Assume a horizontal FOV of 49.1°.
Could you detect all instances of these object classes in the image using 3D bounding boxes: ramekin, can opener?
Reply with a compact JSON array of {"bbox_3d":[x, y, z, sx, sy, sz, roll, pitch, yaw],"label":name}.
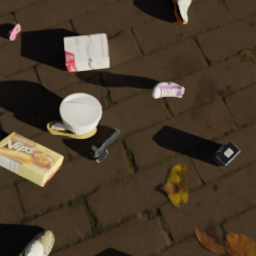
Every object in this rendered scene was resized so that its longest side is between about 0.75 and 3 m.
[{"bbox_3d":[-1.872,-0.513,11.033,1.618,0.753,1.618,5,57,-8],"label":"ramekin"},{"bbox_3d":[-0.947,0.643,11.436,0.505,0.626,1.594,24,71,46],"label":"can opener"}]

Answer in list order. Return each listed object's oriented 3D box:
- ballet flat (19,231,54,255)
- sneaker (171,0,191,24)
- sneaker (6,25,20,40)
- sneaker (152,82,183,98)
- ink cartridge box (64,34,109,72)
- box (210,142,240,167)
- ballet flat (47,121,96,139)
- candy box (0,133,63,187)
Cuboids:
[{"bbox_3d":[-3.711,4.874,10.135,0.853,0.947,2.516,41,80,9],"label":"ballet flat"},{"bbox_3d":[2.544,-5.651,12.763,0.869,0.715,1.889,-9,78,-6],"label":"sneaker"},{"bbox_3d":[-5.219,-4.369,12.672,0.376,0.312,0.789,24,76,17],"label":"sneaker"},{"bbox_3d":[1.683,-1.480,11.310,0.885,0.563,1.553,28,37,33],"label":"sneaker"},{"bbox_3d":[-1.775,-3.235,12.115,1.813,0.756,1.317,-6,74,-2],"label":"ink cartridge box"},{"bbox_3d":[3.821,1.064,11.084,0.854,0.840,0.530,-42,80,-9],"label":"box"},{"bbox_3d":[-2.337,0.062,11.428,2.018,0.636,0.693,1,77,0],"label":"ballet flat"},{"bbox_3d":[-3.887,1.172,10.805,2.309,1.333,0.638,24,122,6],"label":"candy box"}]
